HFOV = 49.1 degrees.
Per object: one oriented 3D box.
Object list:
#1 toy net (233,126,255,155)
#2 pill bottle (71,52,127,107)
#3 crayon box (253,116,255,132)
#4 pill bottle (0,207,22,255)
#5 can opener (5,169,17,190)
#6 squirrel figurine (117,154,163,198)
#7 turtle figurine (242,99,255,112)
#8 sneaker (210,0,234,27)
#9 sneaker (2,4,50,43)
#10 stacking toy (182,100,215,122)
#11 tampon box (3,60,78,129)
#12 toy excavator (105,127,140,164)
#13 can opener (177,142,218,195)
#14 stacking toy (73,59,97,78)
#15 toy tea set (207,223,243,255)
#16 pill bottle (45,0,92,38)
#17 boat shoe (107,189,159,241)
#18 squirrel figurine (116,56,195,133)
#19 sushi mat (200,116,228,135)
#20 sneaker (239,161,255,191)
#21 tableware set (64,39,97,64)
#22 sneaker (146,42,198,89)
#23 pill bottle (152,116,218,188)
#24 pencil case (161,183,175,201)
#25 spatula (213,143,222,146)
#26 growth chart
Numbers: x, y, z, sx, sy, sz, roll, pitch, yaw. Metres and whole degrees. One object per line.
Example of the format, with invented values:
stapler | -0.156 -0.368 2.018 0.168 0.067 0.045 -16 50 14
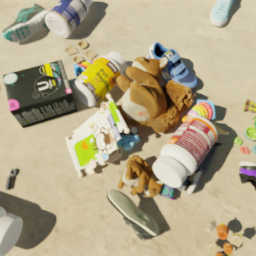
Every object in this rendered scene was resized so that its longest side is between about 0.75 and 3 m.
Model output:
toy net | 4.902 0.871 10.442 1.005 0.370 1.916 -31 68 -16
pill bottle | -1.114 -2.041 11.402 1.267 1.267 2.319 35 69 16
crayon box | 5.741 0.143 10.490 1.894 0.552 1.125 9 62 -11
pill bottle | -4.794 2.992 8.792 2.580 1.414 1.414 17 64 8
can opener | -4.200 1.835 10.054 0.263 0.210 0.787 1 64 1
squirrel figurine | 0.524 1.654 9.557 1.362 1.032 1.459 23 45 -5
turtle figurine | 5.225 -0.664 11.156 1.210 0.483 1.501 22 65 10
sneaker | 4.613 -6.006 13.566 0.888 0.984 2.402 17 64 9
sneaker | -4.808 -4.915 13.007 1.182 1.005 2.591 43 62 12
stacking toy | 2.554 -0.479 10.525 1.400 0.768 0.813 -25 24 -32
tampon box | -3.384 -1.320 10.943 2.306 1.456 1.728 -18 65 -9
toy excavator | -0.223 0.666 10.455 1.311 0.673 1.348 1 73 1
can opener | 2.450 1.349 10.043 0.748 0.597 2.236 31 66 3
stacking toy | -1.717 -2.656 12.143 0.726 0.687 1.251 28 55 24
toy tea set | 2.930 3.583 8.707 0.787 0.490 1.324 30 111 10
pill bottle | -2.687 -5.453 13.101 1.308 1.308 2.356 25 66 12
boat shoe | 0.031 2.799 8.885 2.069 0.699 0.743 44 28 -8
squirrel figurine | 0.984 -1.397 10.911 2.975 2.106 2.777 28 50 -12
sushi mat | 2.922 -0.093 10.127 1.400 0.670 0.085 29 77 -24
sneaker | 4.876 1.865 9.829 1.997 0.694 0.993 11 69 10
tableware set | -2.183 -3.446 12.741 1.142 0.159 1.367 -33 68 -15
sneaker | 1.821 -2.586 11.747 2.639 1.085 0.976 40 63 16
pill bottle | 1.892 0.762 9.300 1.279 1.279 2.334 35 60 16
pencil case | 1.485 1.907 9.741 0.517 0.476 1.118 27 72 -28
spatula | 2.616 0.535 10.295 1.670 0.172 0.472 7 22 31
growth chart | -1.152 0.355 10.092 2.738 0.243 1.981 -42 63 16
